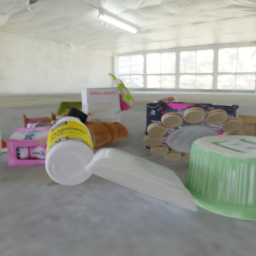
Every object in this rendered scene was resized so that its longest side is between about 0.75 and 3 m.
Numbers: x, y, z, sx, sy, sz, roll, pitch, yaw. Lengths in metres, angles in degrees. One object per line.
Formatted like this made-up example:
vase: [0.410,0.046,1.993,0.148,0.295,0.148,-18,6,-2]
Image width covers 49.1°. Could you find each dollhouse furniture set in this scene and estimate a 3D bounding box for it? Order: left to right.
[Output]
dollhouse furniture set: [-3.456,0.030,11.457,1.331,1.006,2.473,-5,11,-26]

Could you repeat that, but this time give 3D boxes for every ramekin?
ramekin: [2.454,0.914,6.100,2.384,1.164,2.384,0,10,0]

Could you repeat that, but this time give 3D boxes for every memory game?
memory game: [1.666,0.269,7.301,2.561,0.163,2.561,1,-34,1]

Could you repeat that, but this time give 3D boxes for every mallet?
mallet: [-1.677,0.012,9.788,0.711,0.444,2.159,26,23,-30]

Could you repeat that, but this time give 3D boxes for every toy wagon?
toy wagon: [-0.302,-1.753,12.525,0.343,1.732,1.344,-33,7,-3]

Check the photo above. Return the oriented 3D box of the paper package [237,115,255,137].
paper package: [4.675,0.036,11.558,1.785,0.969,1.872,-10,14,-44]

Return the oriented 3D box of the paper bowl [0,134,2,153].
paper bowl: [-4.682,0.641,7.853,2.087,1.085,2.087,0,11,0]

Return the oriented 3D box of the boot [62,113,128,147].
boot: [-1.456,-0.032,11.300,2.204,1.088,2.838,-9,17,-24]

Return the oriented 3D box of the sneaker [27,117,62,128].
sneaker: [-3.868,-0.163,13.458,1.983,0.719,1.131,-9,11,-41]

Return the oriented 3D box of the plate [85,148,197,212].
plate: [0.271,0.919,5.958,2.156,0.349,2.161,20,3,-2]

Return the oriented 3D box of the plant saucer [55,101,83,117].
plant saucer: [-3.050,-0.960,16.994,2.365,0.566,2.361,0,25,-5]

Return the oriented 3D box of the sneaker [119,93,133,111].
sneaker: [-0.823,-1.133,13.876,2.256,0.918,0.995,-16,7,-16]

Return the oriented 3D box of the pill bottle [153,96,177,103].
pill bottle: [1.498,-0.905,12.138,1.225,0.687,0.687,-15,13,-9]

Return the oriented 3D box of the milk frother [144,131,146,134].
milk frother: [1.177,0.077,12.835,0.706,0.751,0.678,15,-15,16]

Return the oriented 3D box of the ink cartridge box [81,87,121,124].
ink cartridge box: [-1.185,-0.719,12.376,1.506,2.084,0.882,-4,5,-22]

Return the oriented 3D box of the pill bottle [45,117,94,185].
pill bottle: [-1.561,0.477,7.500,1.186,1.186,2.131,-2,23,-13]

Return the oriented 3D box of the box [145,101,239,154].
box: [2.274,-0.016,9.886,2.915,1.673,1.926,6,10,23]

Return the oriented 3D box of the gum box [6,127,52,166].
gum box: [-3.053,0.544,9.192,1.349,0.786,2.377,-3,10,-12]

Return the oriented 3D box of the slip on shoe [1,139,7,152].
slip on shoe: [-4.608,0.593,9.983,1.435,0.439,0.531,6,10,22]
